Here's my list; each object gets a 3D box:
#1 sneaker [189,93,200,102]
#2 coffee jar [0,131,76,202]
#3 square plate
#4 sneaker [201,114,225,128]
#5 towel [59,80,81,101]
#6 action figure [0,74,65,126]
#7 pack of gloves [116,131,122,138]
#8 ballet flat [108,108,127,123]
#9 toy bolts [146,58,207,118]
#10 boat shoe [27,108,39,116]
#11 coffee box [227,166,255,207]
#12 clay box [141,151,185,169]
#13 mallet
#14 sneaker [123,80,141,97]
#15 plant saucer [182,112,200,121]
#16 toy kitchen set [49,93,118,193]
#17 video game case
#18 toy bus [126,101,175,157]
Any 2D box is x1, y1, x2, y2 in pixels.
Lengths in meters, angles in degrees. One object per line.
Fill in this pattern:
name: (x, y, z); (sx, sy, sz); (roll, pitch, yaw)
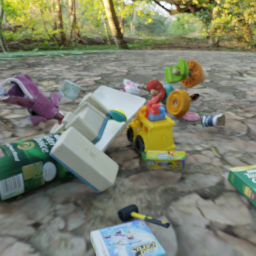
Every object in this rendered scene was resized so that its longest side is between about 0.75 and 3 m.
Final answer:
sneaker: (2.861, -1.355, 12.921); (1.073, 0.375, 0.483); (-9, 17, -10)
coffee jar: (-2.171, 0.836, 7.116); (2.609, 1.113, 1.361); (-14, 25, -34)
square plate: (-0.979, -0.173, 9.231); (2.615, 0.375, 2.640); (-49, 39, -14)
sneaker: (3.264, -0.262, 10.801); (0.725, 0.469, 1.337); (-4, 1, 35)
towel: (-3.057, -1.975, 14.723); (0.954, 0.817, 0.230); (25, 15, -21)
action figure: (-3.420, -1.052, 10.823); (2.662, 1.783, 1.982); (34, -12, -12)
pack of gloves: (-0.824, 0.050, 9.602); (1.570, 0.310, 1.319); (-15, 44, 22)
ballet flat: (-0.422, -0.426, 8.544); (1.332, 0.445, 0.447); (1, 35, 47)
toy bolts: (2.434, -1.585, 13.215); (1.934, 2.663, 2.788); (4, -15, -33)
boat shoe: (-4.126, -0.672, 12.323); (1.247, 0.436, 0.413); (23, 25, 33)
coffee box: (3.265, 1.447, 6.481); (1.110, 0.397, 1.805); (-4, 20, -11)
clay box: (0.909, 0.842, 7.307); (1.113, 0.640, 0.265); (-1, 61, 9)
mallet: (0.352, 1.737, 5.473); (1.271, 0.262, 0.419); (-4, 6, 44)
sneaker: (0.222, -2.120, 15.829); (0.978, 0.902, 2.218); (0, 28, -4)
plant saucer: (2.750, -0.521, 12.249); (0.755, 0.191, 0.755); (2, 20, -1)
toy kitchen set: (-1.326, 0.600, 7.476); (2.047, 1.505, 2.555); (-37, 20, 30)
video game case: (-0.027, 2.094, 4.933); (1.061, 0.241, 0.961); (-8, 22, -20)
toy bus: (0.691, -0.146, 8.892); (1.177, 1.665, 1.735); (-11, 30, -21)
